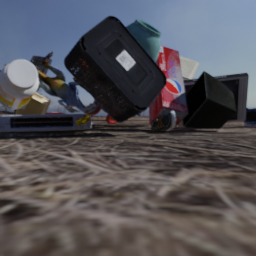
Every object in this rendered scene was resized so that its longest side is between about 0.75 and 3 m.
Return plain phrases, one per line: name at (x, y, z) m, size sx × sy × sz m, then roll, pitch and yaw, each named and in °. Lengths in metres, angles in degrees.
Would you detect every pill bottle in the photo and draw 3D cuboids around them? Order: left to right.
pill bottle at (-3.428, -1.335, 8.666) m, size 1.128 × 1.128 × 2.001 m, roll -2°, pitch -10°, yaw -29°

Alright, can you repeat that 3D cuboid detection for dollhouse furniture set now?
dollhouse furniture set at (-1.245, -2.275, 9.824) m, size 0.663 × 0.878 × 1.631 m, roll -27°, pitch -23°, yaw 21°

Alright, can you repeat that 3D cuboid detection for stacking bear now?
stacking bear at (-1.162, -1.710, 14.274) m, size 2.835 × 1.722 × 1.612 m, roll 41°, pitch 26°, yaw 27°

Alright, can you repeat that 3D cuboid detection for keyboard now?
keyboard at (-4.049, -2.252, 11.274) m, size 1.506 × 0.244 × 2.369 m, roll 3°, pitch 44°, yaw 0°

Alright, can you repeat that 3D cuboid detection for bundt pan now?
bundt pan at (-0.984, -1.761, 11.752) m, size 2.594 × 0.973 × 2.594 m, roll 29°, pitch -4°, yaw 2°

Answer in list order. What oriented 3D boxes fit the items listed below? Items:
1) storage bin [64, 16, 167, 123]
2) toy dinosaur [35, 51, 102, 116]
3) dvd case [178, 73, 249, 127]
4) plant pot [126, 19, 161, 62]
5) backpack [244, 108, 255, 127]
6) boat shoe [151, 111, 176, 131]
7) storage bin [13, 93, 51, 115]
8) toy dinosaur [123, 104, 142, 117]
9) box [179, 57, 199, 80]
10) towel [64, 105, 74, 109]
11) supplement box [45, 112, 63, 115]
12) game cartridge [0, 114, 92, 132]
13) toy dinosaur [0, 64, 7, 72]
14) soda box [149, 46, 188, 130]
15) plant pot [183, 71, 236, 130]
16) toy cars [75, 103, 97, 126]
storage bin at (-0.300, -1.520, 7.494) m, size 1.107 × 2.361 × 1.596 m, roll -24°, pitch 22°, yaw 53°
toy dinosaur at (-2.241, -1.493, 10.452) m, size 2.671 × 1.546 × 2.944 m, roll 46°, pitch -13°, yaw -32°
dvd case at (3.276, -1.051, 11.105) m, size 2.697 × 2.027 × 0.334 m, roll -6°, pitch 33°, yaw 8°
plant pot at (0.406, -2.736, 8.787) m, size 1.524 × 1.021 × 1.524 m, roll 25°, pitch 27°, yaw -14°
backpack at (5.685, -0.463, 11.996) m, size 1.238 × 0.833 × 1.130 m, roll -4°, pitch 4°, yaw -41°
boat shoe at (1.044, -0.141, 8.450) m, size 0.582 × 0.454 × 1.283 m, roll -5°, pitch -15°, yaw -5°
storage bin at (-3.963, -0.829, 11.515) m, size 1.125 × 1.133 × 0.531 m, roll 28°, pitch 25°, yaw -5°
toy dinosaur at (0.138, -0.670, 10.724) m, size 0.741 × 0.428 × 0.816 m, roll 26°, pitch -22°, yaw 6°
box at (2.500, -2.471, 13.098) m, size 1.076 × 0.881 × 2.266 m, roll 23°, pitch 37°, yaw 12°
towel at (-2.413, -1.031, 11.820) m, size 0.564 × 0.147 × 0.852 m, roll -11°, pitch 23°, yaw -7°
supplement box at (-4.225, -0.559, 15.885) m, size 0.821 × 0.638 × 1.489 m, roll -1°, pitch 3°, yaw -23°
game cartridge at (-2.701, -0.191, 9.220) m, size 2.942 × 0.601 × 1.958 m, roll -2°, pitch -1°, yaw -10°
toy dinosaur at (-4.519, -1.797, 10.867) m, size 0.615 × 1.069 × 2.113 m, roll -22°, pitch -3°, yaw -1°
soda box at (1.302, -1.485, 9.917) m, size 0.946 × 2.983 × 1.044 m, roll 13°, pitch -36°, yaw -18°
plant pot at (2.693, -0.750, 9.211) m, size 1.249 × 1.407 × 1.404 m, roll 18°, pitch -42°, yaw -12°
toy cars at (-1.218, -0.367, 8.197) m, size 0.407 × 0.909 × 0.201 m, roll 12°, pitch -35°, yaw 12°
